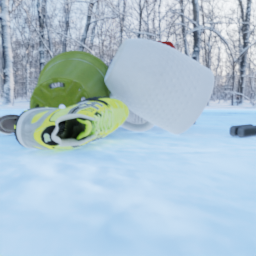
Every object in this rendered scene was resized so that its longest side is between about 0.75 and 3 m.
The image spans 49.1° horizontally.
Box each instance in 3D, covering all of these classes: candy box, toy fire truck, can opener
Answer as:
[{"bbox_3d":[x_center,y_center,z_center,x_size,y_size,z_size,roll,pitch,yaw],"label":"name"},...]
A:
[{"bbox_3d":[-0.470,-0.554,11.795,2.471,0.884,2.072,-1,5,-7],"label":"candy box"},{"bbox_3d":[0.351,-1.769,9.872,2.437,1.627,2.902,-10,-29,-29],"label":"toy fire truck"},{"bbox_3d":[3.604,-0.050,8.098,1.878,0.624,0.494,-10,11,-37],"label":"can opener"}]

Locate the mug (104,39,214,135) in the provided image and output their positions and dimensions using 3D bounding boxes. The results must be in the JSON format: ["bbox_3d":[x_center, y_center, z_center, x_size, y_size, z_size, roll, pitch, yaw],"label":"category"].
[{"bbox_3d":[0.554,-1.053,8.216,2.567,2.928,2.162,26,35,-13],"label":"mug"}]

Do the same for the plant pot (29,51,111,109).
[{"bbox_3d":[-1.686,-0.818,8.101,2.644,2.644,2.510,0,18,0],"label":"plant pot"}]

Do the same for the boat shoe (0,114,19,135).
[{"bbox_3d":[-3.258,-0.107,8.552,0.502,0.606,1.688,-2,-2,22],"label":"boat shoe"}]

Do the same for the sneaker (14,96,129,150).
[{"bbox_3d":[-0.886,-0.031,6.054,1.092,1.078,2.858,13,23,39],"label":"sneaker"}]

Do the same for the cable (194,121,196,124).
[{"bbox_3d":[2.608,-0.276,12.647,0.857,0.267,1.050,-4,7,7],"label":"cable"}]
